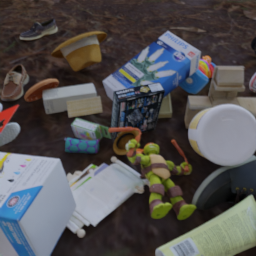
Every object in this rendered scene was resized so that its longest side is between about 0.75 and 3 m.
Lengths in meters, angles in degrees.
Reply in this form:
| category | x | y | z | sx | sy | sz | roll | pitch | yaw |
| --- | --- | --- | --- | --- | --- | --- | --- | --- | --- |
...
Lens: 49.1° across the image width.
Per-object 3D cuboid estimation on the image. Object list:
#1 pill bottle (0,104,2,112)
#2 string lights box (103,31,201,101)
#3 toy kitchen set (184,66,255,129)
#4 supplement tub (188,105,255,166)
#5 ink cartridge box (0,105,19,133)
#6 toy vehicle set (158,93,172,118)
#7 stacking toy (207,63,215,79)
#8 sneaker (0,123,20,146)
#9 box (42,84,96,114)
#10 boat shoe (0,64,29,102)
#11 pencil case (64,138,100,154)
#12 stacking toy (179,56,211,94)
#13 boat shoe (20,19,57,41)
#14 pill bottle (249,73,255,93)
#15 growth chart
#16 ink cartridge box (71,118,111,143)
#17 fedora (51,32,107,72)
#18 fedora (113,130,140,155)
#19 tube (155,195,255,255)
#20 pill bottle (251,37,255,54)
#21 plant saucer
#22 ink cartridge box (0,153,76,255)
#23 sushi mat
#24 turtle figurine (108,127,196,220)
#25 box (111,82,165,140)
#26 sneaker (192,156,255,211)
| category | x | y | z | sx | sy | sz | roll | pitch | yaw |
| --- | --- | --- | --- | --- | --- | --- | --- | --- | --- |
| pill bottle | -4.811 | -0.936 | 8.783 | 0.929 | 1.606 | 0.929 | -10 | 57 | 15 |
| string lights box | 0.811 | -1.766 | 9.332 | 2.978 | 0.878 | 1.530 | -41 | 63 | -14 |
| toy kitchen set | 3.018 | -0.377 | 7.898 | 2.395 | 1.954 | 2.161 | 1 | 38 | 2 |
| supplement tub | 2.295 | 0.158 | 7.103 | 1.402 | 1.402 | 1.928 | 3 | 1 | 4 |
| ink cartridge box | -4.429 | 0.119 | 7.621 | 2.457 | 0.701 | 1.997 | -24 | 33 | 20 |
| toy vehicle set | 0.861 | -1.169 | 9.812 | 1.183 | 0.252 | 1.904 | -1 | 55 | 3 |
| stacking toy | 3.000 | -2.205 | 11.375 | 1.097 | 0.637 | 0.602 | -21 | 34 | -12 |
| sneaker | -3.772 | 0.291 | 8.072 | 1.348 | 0.515 | 0.543 | -40 | 28 | -20 |
| box | -2.034 | -1.036 | 9.824 | 1.798 | 0.615 | 0.739 | -9 | 39 | -12 |
| boat shoe | -4.366 | -1.742 | 10.611 | 0.789 | 0.748 | 2.084 | -3 | 38 | -4 |
| pencil case | -1.323 | 0.501 | 8.034 | 0.977 | 0.416 | 0.452 | 4 | 54 | 4 |
| stacking toy | 2.721 | -2.266 | 10.776 | 1.091 | 1.031 | 1.879 | 41 | 53 | 1 |
| boat shoe | -4.879 | -5.359 | 15.216 | 0.822 | 0.740 | 2.285 | 31 | 48 | 33 |
| pill bottle | 5.255 | -1.432 | 10.134 | 0.860 | 0.860 | 1.485 | -21 | 43 | -25 |
| growth chart | -0.780 | 1.532 | 6.888 | 2.433 | 0.216 | 1.761 | -28 | 46 | -31 |
| ink cartridge box | -1.102 | 0.132 | 8.328 | 1.105 | 0.574 | 0.328 | 16 | 54 | 19 |
| fedora | -1.851 | -3.027 | 11.565 | 2.628 | 1.072 | 2.628 | -22 | 7 | 3 |
| fedora | 0.016 | 0.459 | 7.980 | 0.932 | 0.380 | 0.932 | -24 | 44 | 25 |
| tube | 1.798 | 2.268 | 5.647 | 2.562 | 0.743 | 0.665 | -17 | 24 | -21 |
| pill bottle | 6.412 | -3.554 | 12.732 | 0.976 | 0.976 | 1.746 | -9 | 39 | -11 |
| plant saucer | -3.053 | -1.349 | 9.836 | 1.303 | 1.303 | 0.210 | -33 | 90 | -35 |
| ink cartridge box | -2.415 | 1.530 | 5.641 | 2.057 | 1.488 | 1.514 | 4 | 38 | 17 |
| sushi mat | -1.479 | -0.716 | 9.544 | 1.191 | 0.570 | 0.072 | -10 | -3 | -12 |
| turtle figurine | 0.629 | 1.068 | 6.669 | 2.655 | 0.855 | 2.141 | 24 | 34 | -34 |
| box | 0.229 | -0.445 | 8.144 | 1.397 | 1.758 | 0.404 | -14 | 55 | -17 |
| sneaker | 2.623 | 1.484 | 6.433 | 2.265 | 0.847 | 1.203 | -22 | 46 | -24 |
